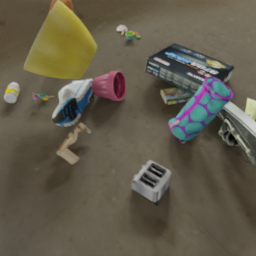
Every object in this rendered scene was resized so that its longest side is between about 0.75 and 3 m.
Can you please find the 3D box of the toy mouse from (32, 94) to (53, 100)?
[{"bbox_3d":[-3.266,-1.137,10.296,0.798,0.709,0.154,-4,83,18],"label":"toy mouse"}]

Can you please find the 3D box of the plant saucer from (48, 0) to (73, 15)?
[{"bbox_3d":[-2.919,-4.614,12.305,0.409,2.533,2.533,15,47,1],"label":"plant saucer"}]

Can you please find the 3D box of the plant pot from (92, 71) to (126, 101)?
[{"bbox_3d":[-0.741,-1.539,10.415,0.984,1.100,1.100,1,43,25],"label":"plant pot"}]

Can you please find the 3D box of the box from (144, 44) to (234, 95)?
[{"bbox_3d":[2.432,-2.331,11.135,2.830,0.651,2.249,31,45,24],"label":"box"}]

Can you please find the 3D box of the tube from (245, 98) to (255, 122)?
[{"bbox_3d":[4.387,-0.571,9.933,0.422,0.377,1.453,49,48,-14],"label":"tube"}]

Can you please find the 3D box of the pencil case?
[{"bbox_3d":[2.115,-0.507,8.531,1.027,2.222,0.946,0,54,-29],"label":"pencil case"}]

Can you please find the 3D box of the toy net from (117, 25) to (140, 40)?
[{"bbox_3d":[-0.024,-4.886,14.106,0.799,0.294,1.523,-23,50,-20],"label":"toy net"}]

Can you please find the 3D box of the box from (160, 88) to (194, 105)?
[{"bbox_3d":[1.945,-1.240,10.621,1.264,0.219,0.696,-10,47,-12],"label":"box"}]

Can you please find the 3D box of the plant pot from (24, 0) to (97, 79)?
[{"bbox_3d":[-2.075,-2.604,9.275,1.735,2.445,2.445,27,43,-19],"label":"plant pot"}]

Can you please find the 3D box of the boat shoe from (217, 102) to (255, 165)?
[{"bbox_3d":[3.335,0.029,8.735,0.951,1.056,2.988,-40,28,10],"label":"boat shoe"}]

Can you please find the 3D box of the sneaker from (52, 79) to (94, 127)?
[{"bbox_3d":[-2.127,-0.933,9.985,1.093,0.945,2.522,9,38,17],"label":"sneaker"}]

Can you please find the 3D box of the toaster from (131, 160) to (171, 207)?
[{"bbox_3d":[0.671,1.495,7.748,0.973,0.577,0.879,28,53,24],"label":"toaster"}]

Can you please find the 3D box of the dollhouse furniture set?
[{"bbox_3d":[-1.680,0.520,8.799,0.552,0.647,1.247,41,47,-17],"label":"dollhouse furniture set"}]

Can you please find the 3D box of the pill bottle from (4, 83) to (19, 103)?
[{"bbox_3d":[-4.375,-1.349,10.587,0.444,0.444,0.812,-3,46,-3],"label":"pill bottle"}]
